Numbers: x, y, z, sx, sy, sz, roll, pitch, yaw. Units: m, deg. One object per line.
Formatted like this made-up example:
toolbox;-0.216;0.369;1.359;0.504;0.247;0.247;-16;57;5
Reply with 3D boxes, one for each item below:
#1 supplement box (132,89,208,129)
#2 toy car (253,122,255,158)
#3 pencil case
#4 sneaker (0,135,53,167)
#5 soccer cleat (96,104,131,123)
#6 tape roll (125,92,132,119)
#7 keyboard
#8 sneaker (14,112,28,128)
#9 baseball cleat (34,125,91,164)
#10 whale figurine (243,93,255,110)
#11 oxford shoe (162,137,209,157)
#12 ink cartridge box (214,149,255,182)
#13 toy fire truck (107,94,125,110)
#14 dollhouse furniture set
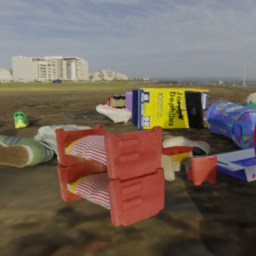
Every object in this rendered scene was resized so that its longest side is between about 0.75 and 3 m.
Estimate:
supplement box;1.611;-0.819;11.275;2.762;1.503;1.513;-2;10;-9
toy car;2.055;0.685;2.083;2.436;2.539;2.754;7;41;35
pencil case;3.200;-0.160;8.566;1.238;1.112;2.849;-10;10;0
sneaker;-2.511;0.517;6.387;1.862;0.624;0.836;8;5;35
soccer cleat;-0.593;-0.541;11.577;1.692;0.656;0.586;7;25;-37
tape roll;1.334;-1.139;13.952;2.941;1.249;2.941;-1;9;0
keyboard;1.841;-0.536;8.391;0.824;1.297;0.134;8;37;32
sneaker;-4.302;-0.359;11.284;0.533;0.601;1.439;-5;10;-22
baseball cleat;-1.227;0.270;6.570;1.418;0.929;2.665;-11;15;-35
whale figurine;4.983;-0.186;9.317;2.558;1.327;2.035;23;3;-16
oxford shoe;1.412;0.485;6.966;1.174;0.416;0.433;3;15;17
ink cartridge box;2.427;0.733;5.712;1.922;0.356;0.910;-3;10;-29
toy fire truck;-0.612;-1.673;18.078;1.661;1.214;1.887;-6;21;-27
dollhouse furniture set;0.334;0.396;3.808;2.334;0.949;1.256;-6;5;-40
